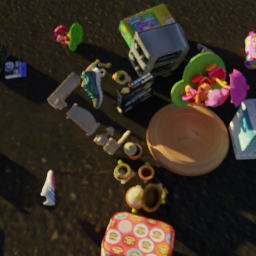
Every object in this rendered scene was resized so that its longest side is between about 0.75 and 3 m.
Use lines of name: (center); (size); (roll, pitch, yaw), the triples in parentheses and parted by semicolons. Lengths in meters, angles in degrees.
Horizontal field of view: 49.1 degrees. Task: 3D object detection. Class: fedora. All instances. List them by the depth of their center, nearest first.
fedora: (0.646, 2.117, 8.544); (0.844, 0.344, 0.844); (3, 85, -32)

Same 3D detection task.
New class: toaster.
toaster: (1.251, -3.106, 11.318); (2.169, 1.962, 1.287); (-19, 79, -14)

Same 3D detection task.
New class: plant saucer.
plant saucer: (2.199, 0.276, 10.313); (3.001, 0.484, 3.001); (0, 60, 1)

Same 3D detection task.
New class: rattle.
rattle: (-0.178, -1.985, 11.747); (0.888, 0.634, 0.578); (17, 64, -17)

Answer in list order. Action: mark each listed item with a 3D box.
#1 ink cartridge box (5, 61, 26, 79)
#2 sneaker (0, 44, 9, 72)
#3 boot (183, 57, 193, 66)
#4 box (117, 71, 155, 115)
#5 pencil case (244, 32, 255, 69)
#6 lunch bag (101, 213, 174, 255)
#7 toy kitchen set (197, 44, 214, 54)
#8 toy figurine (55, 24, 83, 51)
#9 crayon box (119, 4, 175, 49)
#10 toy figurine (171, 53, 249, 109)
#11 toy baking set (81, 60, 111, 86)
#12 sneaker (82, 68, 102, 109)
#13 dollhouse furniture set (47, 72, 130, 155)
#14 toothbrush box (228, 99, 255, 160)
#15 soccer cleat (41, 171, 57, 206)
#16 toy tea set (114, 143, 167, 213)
ink cartridge box: (-4.872, -2.539, 12.111); (0.841, 0.182, 0.833); (-9, 60, -7)
sneaker: (-5.676, -2.996, 11.980); (0.594, 0.889, 1.553); (10, 63, 8)
boot: (2.576, -2.431, 11.772); (0.561, 1.002, 1.448); (4, 16, -3)
box: (0.282, -1.335, 10.779); (1.594, 1.267, 0.367); (-33, 69, -18)
pencil case: (5.487, -3.373, 12.289); (0.742, 0.742, 1.679); (10, 60, 6)
lunch bag: (0.269, 3.381, 7.913); (1.974, 0.809, 1.739); (12, 30, 10)
toy kitchen set: (3.190, -3.146, 12.365); (0.761, 0.841, 0.933); (37, 26, 14)
toy figurine: (-2.862, -4.190, 12.856); (1.137, 0.928, 1.236); (14, 85, 23)
crayon box: (0.938, -4.538, 12.746); (2.334, 0.680, 1.386); (-27, 82, -15)
toy figurine: (2.874, -1.307, 9.417); (2.373, 1.782, 2.184); (-36, 28, -1)
toy baking set: (-1.318, -2.188, 11.225); (0.180, 1.190, 1.551); (38, 84, 17)
sneaker: (-1.388, -1.466, 10.518); (0.693, 0.589, 1.518); (-6, 87, -25)
dollhouse furniture set: (-1.193, -0.454, 9.482); (2.868, 1.486, 1.269); (41, 80, -7)
toothbrush box: (4.199, 0.088, 9.596); (0.807, 1.891, 1.385); (-2, 59, 0)
soccer cleat: (-2.594, 1.962, 9.098); (0.477, 0.386, 1.105); (-5, 78, -17)
toy tea set: (0.303, 1.576, 9.224); (1.390, 0.865, 2.337); (-23, 68, -13)
